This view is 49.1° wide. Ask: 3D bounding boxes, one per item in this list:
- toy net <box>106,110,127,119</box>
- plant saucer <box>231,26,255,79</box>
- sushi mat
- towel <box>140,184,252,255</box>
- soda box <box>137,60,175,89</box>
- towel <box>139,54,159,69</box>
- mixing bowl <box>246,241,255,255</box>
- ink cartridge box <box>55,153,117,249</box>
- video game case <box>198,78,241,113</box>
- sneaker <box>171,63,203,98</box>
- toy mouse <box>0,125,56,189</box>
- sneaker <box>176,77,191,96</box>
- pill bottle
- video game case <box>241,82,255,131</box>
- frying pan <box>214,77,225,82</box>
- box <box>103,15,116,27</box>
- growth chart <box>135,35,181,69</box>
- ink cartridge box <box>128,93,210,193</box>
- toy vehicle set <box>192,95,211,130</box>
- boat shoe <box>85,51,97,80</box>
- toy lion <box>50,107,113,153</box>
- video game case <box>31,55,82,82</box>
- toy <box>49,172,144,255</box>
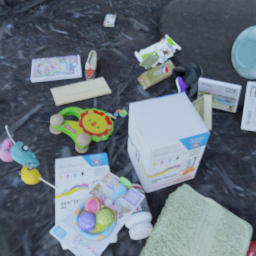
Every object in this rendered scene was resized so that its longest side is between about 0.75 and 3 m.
[{"bbox_3d":[-0.530,-0.547,10.744,0.932,0.180,0.489,-6,47,-6],"label":"toy net"},{"bbox_3d":[5.149,-3.144,11.791,0.423,2.195,2.195,-9,45,-31],"label":"plant saucer"},{"bbox_3d":[-1.949,-1.542,11.627,2.361,0.143,1.129,-16,46,-18],"label":"sushi mat"},{"bbox_3d":[1.484,2.840,6.370,2.201,0.541,2.966,27,52,16],"label":"towel"},{"bbox_3d":[1.223,-2.245,11.786,1.729,0.586,0.553,-33,89,-35],"label":"soda box"},{"bbox_3d":[0.881,-2.807,11.814,0.572,0.770,0.141,10,59,-31],"label":"towel"},{"bbox_3d":[3.249,3.348,6.588,1.655,0.896,1.655,-1,46,1],"label":"mixing bowl"},{"bbox_3d":[-1.127,1.948,7.517,1.459,1.434,1.982,-7,48,-7],"label":"ink cartridge box"},{"bbox_3d":[3.239,-1.173,10.131,1.425,1.297,0.163,16,59,22],"label":"video game case"},{"bbox_3d":[2.479,-2.330,11.681,0.806,1.207,2.107,-12,36,38],"label":"sneaker"},{"bbox_3d":[-2.755,0.707,6.877,1.890,1.680,0.366,17,45,34],"label":"toy mouse"},{"bbox_3d":[2.141,-1.558,10.631,0.497,0.348,1.000,-19,55,22],"label":"sneaker"},{"bbox_3d":[0.204,2.283,7.679,0.762,0.762,1.315,-10,47,-9],"label":"pill bottle"},{"bbox_3d":[4.581,-0.645,9.083,1.526,0.192,1.677,9,75,19],"label":"video game case"},{"bbox_3d":[3.699,-1.863,11.551,0.494,0.133,0.816,31,72,-19],"label":"frying pan"},{"bbox_3d":[-1.053,-6.130,15.991,0.594,0.187,1.078,4,47,4],"label":"box"},{"bbox_3d":[1.420,-3.621,13.414,2.172,0.193,1.572,-30,51,-11],"label":"growth chart"},{"bbox_3d":[1.048,0.477,8.265,1.708,2.320,1.678,-14,52,-12],"label":"ink cartridge box"},{"bbox_3d":[2.320,-0.382,9.179,0.224,1.691,1.050,3,84,-3],"label":"toy vehicle set"},{"bbox_3d":[-1.617,-2.728,12.241,0.483,0.425,1.358,9,68,1],"label":"boat shoe"},{"bbox_3d":[-1.524,-0.117,9.868,1.855,0.637,1.778,34,51,10],"label":"toy lion"},{"bbox_3d":[-3.272,-2.728,12.787,2.186,0.197,1.565,-7,47,-7],"label":"video game case"},{"bbox_3d":[-0.633,1.855,6.342,1.172,0.480,2.035,31,49,20],"label":"toy"}]
